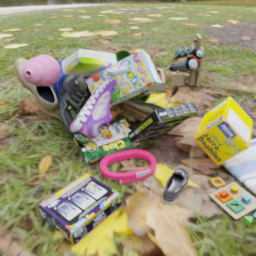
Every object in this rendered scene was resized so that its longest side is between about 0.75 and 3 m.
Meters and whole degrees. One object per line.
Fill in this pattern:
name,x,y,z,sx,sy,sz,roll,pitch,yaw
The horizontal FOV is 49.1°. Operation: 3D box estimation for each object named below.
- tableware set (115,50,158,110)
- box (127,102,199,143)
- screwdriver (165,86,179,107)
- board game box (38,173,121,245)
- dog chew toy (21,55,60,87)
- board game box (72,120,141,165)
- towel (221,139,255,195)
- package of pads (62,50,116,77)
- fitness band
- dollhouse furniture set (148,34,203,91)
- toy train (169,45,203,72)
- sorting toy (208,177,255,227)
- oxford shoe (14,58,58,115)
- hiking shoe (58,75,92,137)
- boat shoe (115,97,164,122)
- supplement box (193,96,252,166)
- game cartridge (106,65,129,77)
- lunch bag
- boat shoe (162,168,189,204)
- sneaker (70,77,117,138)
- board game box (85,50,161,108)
tableware set,0.144,-1.909,11.783,1.906,2.829,0.434,9,41,-5
box,1.207,-0.183,9.891,1.929,1.863,0.458,-14,71,-35
screwdriver,1.798,-1.259,12.183,0.207,1.425,0.199,41,43,8
board game box,-1.266,2.077,7.496,1.409,0.483,1.705,22,37,36
dog chew toy,-3.162,-2.006,9.985,1.149,1.149,1.845,3,15,5
board game box,-0.725,0.441,9.952,2.214,0.260,1.160,-19,64,-33
towel,4.406,1.340,8.840,2.155,0.349,2.934,-13,34,-18
package of pads,-1.456,-2.364,10.383,1.670,0.569,1.290,-5,-8,-43
fitness band,0.014,1.231,9.104,1.857,0.348,1.334,-9,29,-17
dollhouse furniture set,2.486,-3.626,15.253,2.910,2.371,2.767,2,31,3
toy train,3.002,-3.490,14.641,0.956,1.279,2.244,25,-1,-22
sorting toy,3.006,1.964,7.883,1.119,0.271,1.988,-16,34,-25
oxford shoe,-3.652,-1.853,11.313,0.956,0.997,2.701,-37,87,-28
hiking shoe,-1.836,-1.064,11.135,1.502,1.130,2.984,-13,58,15
boat shoe,0.236,-0.700,11.530,2.529,0.934,0.957,20,18,20
supplement box,3.154,0.033,9.161,1.175,1.182,2.159,47,35,-1
game cartridge,-0.369,-1.828,8.995,0.612,0.188,0.920,-19,23,-9
lunch bag,-2.684,-2.115,13.176,1.822,1.871,2.754,24,41,36
boat shoe,1.458,1.596,8.325,0.530,0.452,1.586,15,34,23
sneaker,-0.931,-0.617,9.354,1.018,0.926,2.303,34,74,-11
board game box,-0.152,-1.699,10.313,2.324,1.197,1.219,-24,-3,17
